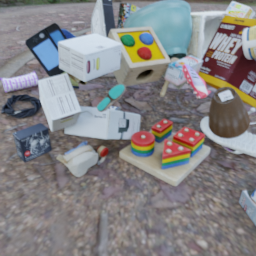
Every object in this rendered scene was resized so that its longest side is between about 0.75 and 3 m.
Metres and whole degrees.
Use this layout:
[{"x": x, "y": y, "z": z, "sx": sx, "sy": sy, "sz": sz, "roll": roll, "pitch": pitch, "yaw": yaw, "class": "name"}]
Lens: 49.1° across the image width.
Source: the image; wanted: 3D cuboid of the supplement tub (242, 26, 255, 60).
[{"x": 3.837, "y": -2.398, "z": 7.638, "sx": 1.217, "sy": 0.881, "sz": 0.881, "roll": -3, "pitch": 25, "yaw": 36, "class": "supplement tub"}]

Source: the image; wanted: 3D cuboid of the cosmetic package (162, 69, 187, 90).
[{"x": 1.973, "y": -2.377, "z": 12.252, "sx": 1.334, "sy": 0.691, "sz": 0.488, "roll": 44, "pitch": 61, "yaw": 7, "class": "cosmetic package"}]

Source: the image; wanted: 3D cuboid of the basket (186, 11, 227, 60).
[{"x": 3.388, "y": -3.816, "z": 11.513, "sx": 1.878, "sy": 1.862, "sz": 1.511, "roll": -11, "pitch": 29, "yaw": -16, "class": "basket"}]

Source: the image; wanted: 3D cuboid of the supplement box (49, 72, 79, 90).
[{"x": -2.603, "y": -2.015, "z": 11.288, "sx": 0.708, "sy": 1.054, "sz": 1.055, "roll": -11, "pitch": 4, "yaw": 16, "class": "supplement box"}]

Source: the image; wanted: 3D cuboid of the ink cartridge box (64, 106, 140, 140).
[{"x": -0.822, "y": -0.146, "z": 9.685, "sx": 1.705, "sy": 0.966, "sz": 2.327, "roll": 6, "pitch": 0, "yaw": 27, "class": "ink cartridge box"}]

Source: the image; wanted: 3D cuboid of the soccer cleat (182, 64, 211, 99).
[{"x": 1.482, "y": -1.042, "z": 6.129, "sx": 0.332, "sy": 0.868, "sz": 0.290, "roll": -33, "pitch": 10, "yaw": -5, "class": "soccer cleat"}]

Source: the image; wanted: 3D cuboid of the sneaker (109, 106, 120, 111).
[{"x": -0.732, "y": -0.756, "z": 12.615, "sx": 0.467, "sy": 0.326, "sz": 0.808, "roll": 13, "pitch": 26, "yaw": 27, "class": "sneaker"}]

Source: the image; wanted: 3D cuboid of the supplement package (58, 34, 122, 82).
[{"x": -0.894, "y": -1.706, "z": 6.672, "sx": 0.929, "sy": 0.661, "sz": 1.193, "roll": 31, "pitch": 42, "yaw": 29, "class": "supplement package"}]

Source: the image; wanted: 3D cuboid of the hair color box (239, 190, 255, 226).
[{"x": 3.682, "y": 2.296, "z": 7.369, "sx": 0.747, "sy": 0.458, "sz": 1.509, "roll": -5, "pitch": 31, "yaw": -10, "class": "hair color box"}]

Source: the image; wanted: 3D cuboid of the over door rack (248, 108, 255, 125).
[{"x": 5.360, "y": -0.894, "z": 12.193, "sx": 2.901, "sy": 0.966, "sz": 2.144, "roll": 0, "pitch": 32, "yaw": 0, "class": "over door rack"}]

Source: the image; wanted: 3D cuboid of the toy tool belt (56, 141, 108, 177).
[{"x": -1.512, "y": 0.858, "z": 9.302, "sx": 0.956, "sy": 0.971, "sz": 1.555, "roll": 31, "pitch": 42, "yaw": 28, "class": "toy tool belt"}]

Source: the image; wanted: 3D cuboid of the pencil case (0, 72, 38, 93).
[{"x": -5.694, "y": -2.436, "z": 14.840, "sx": 1.872, "sy": 0.800, "sz": 0.786, "roll": -20, "pitch": 2, "yaw": -28, "class": "pencil case"}]

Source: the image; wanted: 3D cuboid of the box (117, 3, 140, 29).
[{"x": 0.158, "y": -4.742, "z": 13.445, "sx": 0.539, "sy": 1.954, "sz": 2.861, "roll": 12, "pitch": 18, "yaw": 13, "class": "box"}]

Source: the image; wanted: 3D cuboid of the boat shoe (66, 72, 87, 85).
[{"x": -1.936, "y": -1.925, "z": 10.752, "sx": 0.419, "sy": 0.376, "sz": 1.132, "roll": -18, "pitch": -14, "yaw": 26, "class": "boat shoe"}]

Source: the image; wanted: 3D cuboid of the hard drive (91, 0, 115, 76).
[{"x": -1.009, "y": -3.713, "z": 11.393, "sx": 0.511, "sy": 2.699, "sz": 1.886, "roll": -4, "pitch": -9, "yaw": -20, "class": "hard drive"}]

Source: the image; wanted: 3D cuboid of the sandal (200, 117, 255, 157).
[{"x": 3.866, "y": 0.503, "z": 10.241, "sx": 2.745, "sy": 0.675, "sz": 1.117, "roll": 28, "pitch": 55, "yaw": 19, "class": "sandal"}]

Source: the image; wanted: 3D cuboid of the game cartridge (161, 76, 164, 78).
[{"x": 2.623, "y": -3.448, "z": 16.910, "sx": 2.515, "sy": 0.509, "sz": 1.677, "roll": 27, "pitch": 44, "yaw": 36, "class": "game cartridge"}]

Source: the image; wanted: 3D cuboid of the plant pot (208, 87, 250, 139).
[{"x": 1.963, "y": -0.365, "z": 5.561, "sx": 0.827, "sy": 0.885, "sz": 0.827, "roll": -13, "pitch": 51, "yaw": 16, "class": "plant pot"}]

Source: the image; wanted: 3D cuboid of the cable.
[{"x": -4.831, "y": -1.095, "z": 12.957, "sx": 1.608, "sy": 0.501, "sz": 1.971, "roll": 3, "pitch": 31, "yaw": 4, "class": "cable"}]

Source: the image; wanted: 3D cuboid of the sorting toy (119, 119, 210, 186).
[{"x": 1.313, "y": 0.624, "z": 9.786, "sx": 2.359, "sy": 0.821, "sz": 2.344, "roll": 24, "pitch": 39, "yaw": 34, "class": "sorting toy"}]

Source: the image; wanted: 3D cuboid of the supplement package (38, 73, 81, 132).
[{"x": -1.971, "y": -0.664, "z": 7.961, "sx": 0.814, "sy": 1.143, "sz": 1.468, "roll": -19, "pitch": -7, "yaw": -18, "class": "supplement package"}]

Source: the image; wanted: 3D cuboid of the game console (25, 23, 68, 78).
[{"x": -2.451, "y": -2.464, "z": 9.215, "sx": 1.361, "sy": 1.547, "sz": 0.900, "roll": -30, "pitch": 26, "yaw": 5, "class": "game console"}]

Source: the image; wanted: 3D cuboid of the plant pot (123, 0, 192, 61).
[{"x": 1.290, "y": -3.366, "z": 10.738, "sx": 2.628, "sy": 1.761, "sz": 2.628, "roll": -13, "pitch": -5, "yaw": -1, "class": "plant pot"}]

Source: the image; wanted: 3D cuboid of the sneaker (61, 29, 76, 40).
[{"x": -1.670, "y": -2.699, "z": 9.694, "sx": 1.761, "sy": 0.618, "sz": 0.686, "roll": 42, "pitch": 1, "yaw": -3, "class": "sneaker"}]

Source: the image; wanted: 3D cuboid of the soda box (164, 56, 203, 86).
[{"x": 1.702, "y": -1.758, "z": 8.453, "sx": 0.479, "sy": 0.515, "sz": 1.507, "roll": 30, "pitch": 37, "yaw": 23, "class": "soda box"}]

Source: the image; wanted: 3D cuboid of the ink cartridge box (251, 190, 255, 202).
[{"x": 4.398, "y": 1.938, "z": 6.924, "sx": 2.297, "sy": 0.877, "sz": 1.567, "roll": 11, "pitch": 29, "yaw": -37, "class": "ink cartridge box"}]

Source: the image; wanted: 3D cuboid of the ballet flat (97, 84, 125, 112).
[{"x": -0.348, "y": -0.641, "z": 6.033, "sx": 0.272, "sy": 0.798, "sz": 0.268, "roll": 54, "pitch": 14, "yaw": 13, "class": "ballet flat"}]

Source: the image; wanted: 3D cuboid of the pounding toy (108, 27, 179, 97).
[{"x": 0.749, "y": -2.002, "z": 8.396, "sx": 2.284, "sy": 1.045, "sz": 2.006, "roll": -15, "pitch": 68, "yaw": -27, "class": "pounding toy"}]

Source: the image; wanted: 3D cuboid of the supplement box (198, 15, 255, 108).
[{"x": 3.894, "y": -2.217, "z": 9.599, "sx": 2.214, "sy": 2.245, "sz": 1.490, "roll": 18, "pitch": 15, "yaw": -35, "class": "supplement box"}]

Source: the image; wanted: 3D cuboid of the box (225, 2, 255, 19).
[{"x": 4.058, "y": -4.169, "z": 10.189, "sx": 0.449, "sy": 0.498, "sz": 0.885, "roll": 17, "pitch": 22, "yaw": -41, "class": "box"}]

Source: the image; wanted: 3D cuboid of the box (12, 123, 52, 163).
[{"x": -3.349, "y": 0.509, "z": 9.832, "sx": 1.074, "sy": 0.978, "sz": 0.559, "roll": -27, "pitch": 40, "yaw": -36, "class": "box"}]
